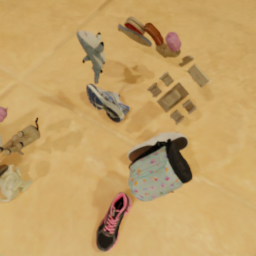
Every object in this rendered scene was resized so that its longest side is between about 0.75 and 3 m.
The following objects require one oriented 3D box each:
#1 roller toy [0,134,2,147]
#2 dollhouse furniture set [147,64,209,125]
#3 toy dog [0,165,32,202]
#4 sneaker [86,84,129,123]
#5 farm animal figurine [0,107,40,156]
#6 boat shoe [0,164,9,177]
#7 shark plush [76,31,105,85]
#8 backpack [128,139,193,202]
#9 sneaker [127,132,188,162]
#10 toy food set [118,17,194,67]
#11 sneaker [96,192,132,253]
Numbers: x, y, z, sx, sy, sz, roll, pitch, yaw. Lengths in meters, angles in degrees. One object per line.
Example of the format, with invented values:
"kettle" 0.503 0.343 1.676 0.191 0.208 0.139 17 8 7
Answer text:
"roller toy" -4.710 0.435 8.718 0.955 1.366 1.247 17 13 33
"dollhouse furniture set" 1.595 -1.134 8.363 1.553 1.032 1.361 -41 90 21
"toy dog" -3.623 1.594 8.453 1.059 0.739 1.027 35 93 19
"sneaker" -0.730 -0.981 10.056 1.889 0.728 0.805 42 57 15
"farm animal figurine" -3.886 0.422 7.685 2.728 1.422 2.698 23 104 2
"boat shoe" -3.455 1.128 7.064 0.382 1.124 0.404 39 105 -1
"shark plush" -1.051 -2.085 8.226 0.692 1.662 0.755 -10 54 -7
"backpack" 0.701 1.137 6.979 1.515 1.264 0.959 -27 24 17
"sneaker" 0.904 0.628 9.064 1.954 0.711 0.827 -15 20 -4
"toy food set" 0.976 -3.072 9.562 2.741 1.743 0.432 29 87 -8
"sneaker" -0.427 2.532 7.739 0.676 0.816 1.710 19 62 10
